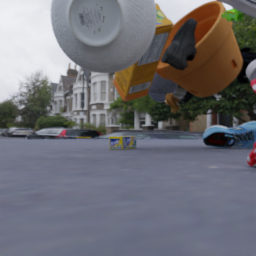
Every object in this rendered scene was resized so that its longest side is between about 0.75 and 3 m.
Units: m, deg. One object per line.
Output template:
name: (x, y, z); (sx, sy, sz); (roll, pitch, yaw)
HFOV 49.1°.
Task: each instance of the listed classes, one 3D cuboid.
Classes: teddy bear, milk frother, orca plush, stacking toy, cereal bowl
teddy bear: (1.659, -0.943, 10.531); (0.369, 0.802, 1.107); (-9, 6, 26)
milk frother: (1.904, -2.256, 11.789); (1.991, 2.207, 2.076); (-36, -17, 28)
orca plush: (5.287, -2.516, 11.798); (2.953, 1.554, 1.050); (24, 19, 18)
stacking toy: (3.753, -3.023, 6.501); (1.925, 0.600, 2.554); (-21, 25, -14)
cereal bowl: (-0.496, -1.999, 5.146); (2.061, 2.061, 0.858); (0, 19, 7)

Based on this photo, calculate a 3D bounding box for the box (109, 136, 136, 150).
box: (-0.159, 0.503, 9.586); (0.488, 0.448, 1.393); (0, -3, 20)

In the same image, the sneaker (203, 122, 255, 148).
sneaker: (3.840, 0.414, 9.912); (2.491, 0.976, 1.121); (-8, 10, 31)

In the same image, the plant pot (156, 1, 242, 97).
plant pot: (2.382, -2.387, 9.324); (2.005, 2.864, 2.864); (41, -23, -26)

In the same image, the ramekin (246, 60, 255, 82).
ramekin: (4.693, -2.050, 10.090); (0.913, 0.913, 0.425); (1, 41, -20)

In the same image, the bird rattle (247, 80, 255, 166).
bird rattle: (2.749, 0.095, 2.837); (2.341, 1.617, 2.871); (12, -16, -5)

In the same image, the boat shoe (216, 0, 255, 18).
boat shoe: (2.434, -2.972, 5.804); (2.614, 0.941, 0.811); (4, -37, -26)

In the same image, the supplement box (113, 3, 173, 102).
supplement box: (0.319, -2.074, 8.248); (1.006, 0.973, 2.924); (-18, -27, -24)

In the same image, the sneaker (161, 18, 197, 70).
sneaker: (1.329, -1.930, 6.582); (0.677, 1.492, 0.567); (32, -21, -5)
